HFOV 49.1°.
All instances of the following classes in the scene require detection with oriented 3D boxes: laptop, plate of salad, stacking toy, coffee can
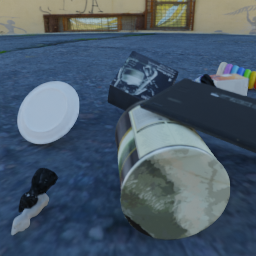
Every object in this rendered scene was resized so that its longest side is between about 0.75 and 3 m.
[{"bbox_3d":[2.117,0.200,5.940,2.790,1.727,2.980,23,35,29],"label":"laptop"},{"bbox_3d":[-2.238,-0.433,7.958,1.934,1.934,0.464,9,-19,21],"label":"plate of salad"},{"bbox_3d":[5.562,-2.247,13.094,2.697,1.151,1.151,19,29,23],"label":"stacking toy"},{"bbox_3d":[0.642,0.598,5.307,1.704,1.704,2.329,-2,23,-4],"label":"coffee can"}]

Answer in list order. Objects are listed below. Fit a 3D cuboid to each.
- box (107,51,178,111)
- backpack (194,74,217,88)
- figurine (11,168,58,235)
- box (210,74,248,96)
[{"bbox_3d":[0.457,-1.276,8.770,1.635,1.013,1.607,26,62,5],"label":"box"},{"bbox_3d":[2.839,-1.414,10.384,0.843,1.043,1.095,-21,9,43],"label":"backpack"},{"bbox_3d":[-1.669,1.287,4.833,0.397,0.923,0.900,25,25,-1],"label":"figurine"},{"bbox_3d":[4.278,-1.857,12.252,1.437,0.764,1.094,-6,24,-9],"label":"box"}]
